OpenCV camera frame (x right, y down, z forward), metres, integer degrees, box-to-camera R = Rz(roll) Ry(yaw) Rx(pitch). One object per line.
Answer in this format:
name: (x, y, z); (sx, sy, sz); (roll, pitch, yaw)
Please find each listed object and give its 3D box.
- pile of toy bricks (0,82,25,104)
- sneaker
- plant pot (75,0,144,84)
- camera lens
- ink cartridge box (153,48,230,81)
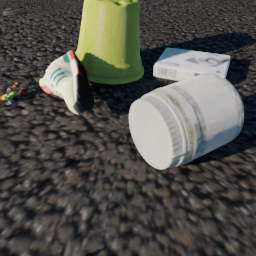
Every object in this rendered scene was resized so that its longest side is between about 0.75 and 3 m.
pile of toy bricks: (-3.698, -1.059, 8.915); (0.400, 0.449, 0.810); (-7, 45, 40)
sneaker: (-1.896, -1.188, 8.328); (1.346, 1.014, 2.879); (-26, 44, 7)
plant pot: (-0.628, -3.257, 9.782); (2.709, 2.491, 2.709); (5, 34, -3)
camera lens: (1.370, -0.199, 6.519); (2.229, 1.783, 1.783); (-21, 42, -25)
ink cartridge box: (2.510, -2.495, 10.636); (2.531, 0.515, 2.536); (13, 39, 16)
